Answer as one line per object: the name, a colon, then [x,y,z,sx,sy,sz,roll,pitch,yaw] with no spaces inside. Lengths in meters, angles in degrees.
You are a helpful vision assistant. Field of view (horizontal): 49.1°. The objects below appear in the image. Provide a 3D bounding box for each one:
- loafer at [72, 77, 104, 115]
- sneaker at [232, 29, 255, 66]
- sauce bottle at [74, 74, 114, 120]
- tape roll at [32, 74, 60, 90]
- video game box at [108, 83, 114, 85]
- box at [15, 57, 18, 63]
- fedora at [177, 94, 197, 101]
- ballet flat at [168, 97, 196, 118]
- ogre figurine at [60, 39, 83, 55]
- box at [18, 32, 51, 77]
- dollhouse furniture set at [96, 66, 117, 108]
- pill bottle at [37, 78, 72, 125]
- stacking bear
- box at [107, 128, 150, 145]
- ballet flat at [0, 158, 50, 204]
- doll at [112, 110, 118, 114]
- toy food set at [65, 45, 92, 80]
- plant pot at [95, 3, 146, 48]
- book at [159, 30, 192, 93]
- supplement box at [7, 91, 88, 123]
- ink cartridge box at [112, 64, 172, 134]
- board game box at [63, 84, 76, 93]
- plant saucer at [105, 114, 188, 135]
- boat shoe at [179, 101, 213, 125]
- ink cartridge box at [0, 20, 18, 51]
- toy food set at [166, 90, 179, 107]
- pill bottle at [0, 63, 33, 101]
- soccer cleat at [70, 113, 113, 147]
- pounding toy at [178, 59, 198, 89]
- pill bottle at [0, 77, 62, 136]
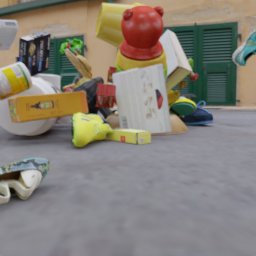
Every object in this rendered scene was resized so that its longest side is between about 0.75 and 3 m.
loafer: [-1.142,-0.706,8.395,0.882,0.888,2.439,-46,1,-20]
sneaker: [3.321,-2.151,7.496,0.441,1.137,0.453,17,25,-43]
sauce bottle: [-1.149,-1.042,9.574,0.581,1.797,0.581,-35,-15,-11]
tape roll: [-4.248,-1.251,11.581,2.842,1.951,2.842,3,9,0]
video game box: [-0.551,-1.838,12.696,0.854,0.778,0.200,34,-20,28]
box: [-3.643,-2.284,10.182,0.786,0.555,0.310,-8,23,-30]
fedora: [2.403,-1.184,15.354,2.784,1.272,2.784,-1,4,0]
ballet flat: [1.766,-0.710,9.861,0.669,0.671,2.002,34,-25,-10]
ogre figurine: [-1.841,-2.661,9.188,0.608,0.497,1.014,1,17,5]
box: [-2.743,-2.138,8.241,0.292,1.176,1.167,23,31,11]
dollhouse furniture set: [-0.544,-1.107,7.092,0.457,1.123,0.604,5,-29,-6]
pill bottle: [-2.729,-0.877,9.798,1.685,0.939,0.939,41,-16,-27]
stacking bear: [0.348,-1.867,7.611,1.698,2.796,1.590,-6,43,-6]
box: [-0.008,0.176,6.346,0.406,0.270,1.079,-6,8,-43]
ballet flat: [-1.096,0.534,2.537,0.397,0.397,1.069,4,9,39]
doll: [-0.780,-0.922,17.426,1.074,0.382,1.575,1,5,-12]
toy food set: [-1.056,-1.412,6.093,0.209,0.851,0.860,-42,-15,-4]
plant pot: [-0.243,-3.787,10.507,1.785,1.898,1.898,8,3,-17]
book: [0.883,-1.916,10.095,0.646,1.797,2.689,13,-40,-35]
supplement box: [-1.717,-0.476,6.145,1.636,0.544,0.563,-11,8,-42]
ink cartridge box: [0.370,-0.638,6.817,1.404,1.618,0.352,-6,5,31]
board game box: [-2.159,-1.075,11.831,0.734,1.536,0.230,-9,24,35]
plant saucer: [0.463,-0.174,8.843,2.831,0.501,2.831,0,5,0]
boat shoe: [2.427,-0.615,11.241,1.127,0.919,2.679,-2,6,-20]
ink cartridge box: [-3.642,-2.539,7.744,0.910,0.269,1.136,-16,-9,-39]
toy food set: [1.240,-0.959,11.290,1.781,0.582,1.048,-18,37,6]
pill bottle: [-2.603,-0.902,5.795,1.070,0.604,0.604,-30,20,-28]
soccer cleat: [-0.770,0.009,6.169,0.850,0.657,2.033,5,5,-1]
pounding toy: [2.030,-1.859,10.676,1.647,0.764,1.272,-39,-3,-31]
pill bottle: [-2.630,-0.611,7.783,1.534,1.534,2.694,-1,7,-8]
